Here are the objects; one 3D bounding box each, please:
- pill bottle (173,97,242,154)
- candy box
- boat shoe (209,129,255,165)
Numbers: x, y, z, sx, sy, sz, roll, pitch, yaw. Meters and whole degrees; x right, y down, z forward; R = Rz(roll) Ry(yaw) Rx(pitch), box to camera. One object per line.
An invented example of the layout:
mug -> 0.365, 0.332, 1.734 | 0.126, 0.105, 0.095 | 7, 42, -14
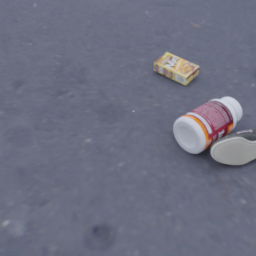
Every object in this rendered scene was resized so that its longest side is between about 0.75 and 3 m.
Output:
pill bottle -> 2.359, -0.151, 8.111 | 1.969, 1.112, 1.112 | -28, 50, -27
candy box -> 1.845, -2.299, 10.825 | 1.520, 0.420, 0.877 | 33, 58, 27
boat shoe -> 3.250, 0.475, 7.750 | 2.422, 0.810, 0.690 | -7, 18, -13
